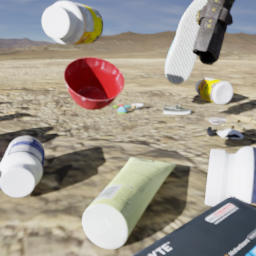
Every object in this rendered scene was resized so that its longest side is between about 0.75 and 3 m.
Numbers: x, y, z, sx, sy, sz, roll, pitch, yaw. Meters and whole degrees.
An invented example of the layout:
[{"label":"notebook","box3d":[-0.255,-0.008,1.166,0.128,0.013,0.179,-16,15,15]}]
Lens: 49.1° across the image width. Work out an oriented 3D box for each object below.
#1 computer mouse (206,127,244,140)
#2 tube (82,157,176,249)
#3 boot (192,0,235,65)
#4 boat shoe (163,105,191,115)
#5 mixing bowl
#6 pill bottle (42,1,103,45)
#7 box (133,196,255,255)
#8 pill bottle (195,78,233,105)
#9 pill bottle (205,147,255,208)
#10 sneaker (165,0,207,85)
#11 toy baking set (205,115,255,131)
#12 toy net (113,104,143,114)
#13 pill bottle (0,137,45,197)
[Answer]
[{"label":"computer mouse","box3d":[3.006,0.147,8.703,1.113,0.244,0.610,5,17,17]},{"label":"tube","box3d":[0.132,1.085,5.146,0.808,0.723,2.786,46,23,3]},{"label":"boot","box3d":[1.854,-2.467,5.759,0.918,2.308,2.651,16,15,21]},{"label":"boat shoe","box3d":[2.002,-0.750,11.373,1.121,0.357,0.396,0,17,1]},{"label":"mixing bowl","box3d":[-0.517,-0.580,4.131,0.867,0.470,0.867,7,53,-10]},{"label":"pill bottle","box3d":[-1.572,-3.006,8.123,1.137,1.137,2.081,5,19,16]},{"label":"box","box3d":[1.224,1.777,2.896,2.566,0.590,2.040,-13,22,-37]},{"label":"pill bottle","box3d":[4.084,-1.835,13.631,1.086,1.086,1.987,-5,18,-15]},{"label":"pill bottle","box3d":[2.367,0.942,4.586,2.071,1.198,1.198,5,18,18]},{"label":"sneaker","box3d":[1.789,-2.652,8.367,1.008,2.728,1.118,27,12,-8]},{"label":"toy baking set","box3d":[3.693,-0.247,10.013,1.382,0.210,1.801,-9,19,-26]},{"label":"toy net","box3d":[0.039,-0.845,11.905,1.373,0.265,0.720,-12,18,-38]},{"label":"pill bottle","box3d":[-2.160,0.780,5.734,0.816,0.816,1.469,-4,18,-12]}]
